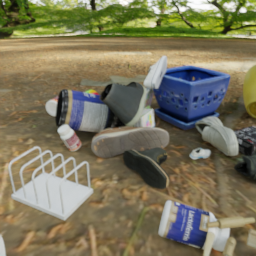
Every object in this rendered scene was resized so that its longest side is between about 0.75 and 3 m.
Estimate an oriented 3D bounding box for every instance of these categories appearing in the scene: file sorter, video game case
[{"bbox_3d":[-2.182,1.451,7.913,1.915,1.192,1.329,13,28,24],"label":"file sorter"},{"bbox_3d":[0.756,-1.116,13.032,0.200,1.586,2.216,21,29,12],"label":"video game case"}]

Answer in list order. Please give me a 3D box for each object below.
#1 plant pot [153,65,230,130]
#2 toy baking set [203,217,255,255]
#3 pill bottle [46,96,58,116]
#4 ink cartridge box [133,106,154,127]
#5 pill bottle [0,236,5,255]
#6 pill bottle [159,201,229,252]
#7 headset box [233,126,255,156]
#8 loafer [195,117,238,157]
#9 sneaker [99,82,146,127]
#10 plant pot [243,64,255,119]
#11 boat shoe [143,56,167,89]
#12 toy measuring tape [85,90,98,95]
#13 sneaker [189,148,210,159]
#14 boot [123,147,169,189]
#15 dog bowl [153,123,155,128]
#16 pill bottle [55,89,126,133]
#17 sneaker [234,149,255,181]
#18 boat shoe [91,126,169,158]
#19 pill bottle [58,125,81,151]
[{"bbox_3d":[2.723,-1.394,12.780,2.549,2.292,2.550,-16,29,-32],"label":"plant pot"},{"bbox_3d":[2.170,2.535,5.761,1.814,0.211,1.393,2,57,-10],"label":"toy baking set"},{"bbox_3d":[-3.416,-1.201,14.111,0.816,0.816,1.430,8,26,17],"label":"pill bottle"},{"bbox_3d":[0.715,-0.329,11.378,0.427,0.748,1.441,8,26,31],"label":"ink cartridge box"},{"bbox_3d":[-3.774,2.664,4.835,2.827,1.549,1.549,-4,25,-10],"label":"pill bottle"},{"bbox_3d":[1.497,2.271,6.446,1.456,0.842,0.842,14,27,8],"label":"pill bottle"},{"bbox_3d":[4.799,0.476,10.726,1.566,0.605,1.165,-12,27,-27],"label":"headset box"},{"bbox_3d":[3.351,0.329,10.761,0.972,0.974,2.784,-9,19,-1],"label":"loafer"},{"bbox_3d":[-0.169,-1.381,10.740,1.067,1.515,2.853,-40,23,23],"label":"sneaker"},{"bbox_3d":[6.538,-1.459,13.063,2.680,2.680,1.902,17,61,32],"label":"plant pot"},{"bbox_3d":[1.152,-2.390,11.751,0.622,0.700,1.903,9,47,21],"label":"boat shoe"},{"bbox_3d":[-1.746,-1.780,15.027,0.907,0.907,2.466,11,34,22],"label":"toy measuring tape"},{"bbox_3d":[2.633,0.881,10.046,0.857,0.372,0.321,-9,42,-25],"label":"sneaker"},{"bbox_3d":[0.989,1.137,9.150,1.458,0.816,2.107,-8,27,-32],"label":"boot"},{"bbox_3d":[0.685,0.111,11.757,0.782,0.348,1.403,0,25,16],"label":"dog bowl"},{"bbox_3d":[-1.437,-0.594,11.510,2.831,1.583,1.583,7,21,-23],"label":"pill bottle"},{"bbox_3d":[4.073,1.071,9.188,1.014,0.676,1.769,19,35,12],"label":"sneaker"},{"bbox_3d":[0.067,0.358,10.459,2.908,1.101,1.044,-3,24,-10],"label":"boat shoe"},{"bbox_3d":[-2.183,0.374,10.408,0.524,0.957,0.524,-18,35,13],"label":"pill bottle"}]
